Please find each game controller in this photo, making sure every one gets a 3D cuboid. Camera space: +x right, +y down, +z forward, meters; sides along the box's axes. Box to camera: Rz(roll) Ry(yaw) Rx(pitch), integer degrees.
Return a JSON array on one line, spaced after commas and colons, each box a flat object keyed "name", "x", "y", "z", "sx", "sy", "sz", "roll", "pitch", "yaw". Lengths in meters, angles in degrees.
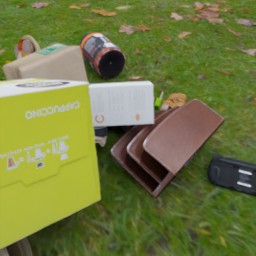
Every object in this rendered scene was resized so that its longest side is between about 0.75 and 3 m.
[{"name": "game controller", "x": 3.312, "y": 1.400, "z": 7.999, "sx": 1.971, "sy": 0.415, "sz": 1.028, "roll": 13, "pitch": 56, "yaw": 16}]

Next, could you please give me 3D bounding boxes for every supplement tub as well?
[{"name": "supplement tub", "x": -1.312, "y": -3.484, "z": 12.959, "sx": 1.455, "sy": 1.455, "sz": 2.720, "roll": -19, "pitch": 43, "yaw": -21}]

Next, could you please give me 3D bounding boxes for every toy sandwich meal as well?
[{"name": "toy sandwich meal", "x": -4.190, "y": -2.479, "z": 11.181, "sx": 0.845, "sy": 2.466, "sz": 2.466, "roll": -9, "pitch": 36, "yaw": -41}]

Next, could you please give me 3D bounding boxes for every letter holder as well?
[{"name": "letter holder", "x": 1.093, "y": 0.212, "z": 8.106, "sx": 1.973, "sy": 1.396, "sz": 2.775, "roll": 42, "pitch": 52, "yaw": 14}]

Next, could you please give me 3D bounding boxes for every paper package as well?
[{"name": "paper package", "x": -2.717, "y": -1.488, "z": 9.797, "sx": 1.270, "sy": 2.339, "sz": 2.454, "roll": 21, "pitch": 42, "yaw": 36}]

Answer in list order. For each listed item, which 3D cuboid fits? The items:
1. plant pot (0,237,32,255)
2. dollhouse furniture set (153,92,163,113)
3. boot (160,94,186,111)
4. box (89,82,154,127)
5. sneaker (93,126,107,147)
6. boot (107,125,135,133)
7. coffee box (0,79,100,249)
[{"name": "plant pot", "x": -2.747, "y": 2.735, "z": 5.866, "sx": 1.020, "sy": 1.175, "sz": 1.175, "roll": -26, "pitch": 44, "yaw": -5}, {"name": "dollhouse furniture set", "x": 0.399, "y": -1.057, "z": 9.544, "sx": 1.446, "sy": 0.947, "sz": 0.726, "roll": 18, "pitch": 67, "yaw": 2}, {"name": "boot", "x": 1.981, "y": -0.792, "z": 10.425, "sx": 1.441, "sy": 0.553, "sz": 1.119, "roll": 8, "pitch": 45, "yaw": 32}, {"name": "box", "x": -0.209, "y": -0.701, "z": 8.082, "sx": 1.807, "sy": 1.124, "sz": 0.881, "roll": -3, "pitch": 15, "yaw": -1}, {"name": "sneaker", "x": -1.800, "y": 0.291, "z": 8.635, "sx": 2.361, "sy": 0.938, "sz": 0.926, "roll": -4, "pitch": 14, "yaw": -8}, {"name": "boot", "x": -0.482, "y": -0.150, "z": 9.427, "sx": 2.189, "sy": 0.824, "sz": 1.636, "roll": -24, "pitch": 46, "yaw": -27}, {"name": "coffee box", "x": -2.577, "y": 0.451, "z": 6.144, "sx": 2.775, "sy": 2.779, "sz": 2.749, "roll": -17, "pitch": 21, "yaw": -41}]
